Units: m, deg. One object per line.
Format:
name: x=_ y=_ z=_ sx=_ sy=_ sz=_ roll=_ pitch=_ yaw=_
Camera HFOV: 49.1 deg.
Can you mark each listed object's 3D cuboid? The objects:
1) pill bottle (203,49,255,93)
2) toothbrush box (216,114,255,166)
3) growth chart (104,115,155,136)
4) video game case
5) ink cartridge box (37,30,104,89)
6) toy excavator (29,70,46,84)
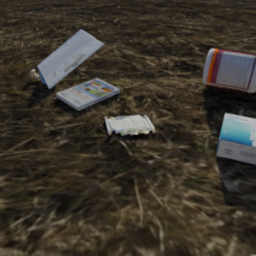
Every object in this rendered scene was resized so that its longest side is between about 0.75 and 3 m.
pill bottle: x=4.737 y=-2.350 z=11.795 sx=2.864 sy=1.569 sz=1.569 roll=14 pitch=37 yaw=19
toothbrush box: x=3.494 y=0.302 z=8.785 sx=1.176 sy=0.685 sz=1.607 roll=12 pitch=37 yaw=17
growth chart: x=0.034 y=-0.091 z=9.823 sx=1.711 sy=0.152 sz=1.238 roll=-3 pitch=36 yaw=-5
video game case: x=-1.661 y=-1.451 z=11.728 sx=2.156 sy=0.194 sz=1.544 roll=-29 pitch=44 yaw=-34
ink cartridge box: x=-1.464 y=-1.692 z=7.252 sx=1.669 sy=0.586 sz=2.054 roll=-40 pitch=40 yaw=-2
toy excavator: x=-3.843 y=-2.341 z=12.694 sx=1.163 sy=1.196 sz=0.597 roll=50 pitch=41 yaw=-8
